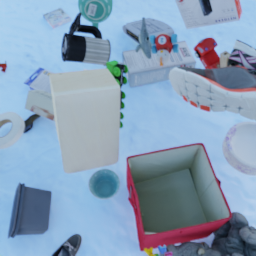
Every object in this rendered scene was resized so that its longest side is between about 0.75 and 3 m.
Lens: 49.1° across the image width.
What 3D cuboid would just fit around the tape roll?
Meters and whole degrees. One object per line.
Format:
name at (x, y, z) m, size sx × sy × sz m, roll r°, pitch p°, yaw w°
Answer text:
tape roll at (-4.682, 0.082, 10.639) m, size 1.529 × 0.279 × 1.529 m, roll -7°, pitch 59°, yaw 12°

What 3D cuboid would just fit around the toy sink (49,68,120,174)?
toy sink at (-1.209, -0.218, 7.909) m, size 1.648 × 2.528 × 1.416 m, roll -10°, pitch 36°, yaw -16°

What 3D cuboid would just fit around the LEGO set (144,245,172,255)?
LEGO set at (0.614, 2.888, 6.277) m, size 0.830 × 0.317 × 0.341 m, roll -8°, pitch 16°, yaw -5°

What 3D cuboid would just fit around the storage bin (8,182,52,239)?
storage bin at (-3.078, 2.665, 8.849) m, size 1.068 × 1.158 × 1.591 m, roll 14°, pitch 54°, yaw -24°

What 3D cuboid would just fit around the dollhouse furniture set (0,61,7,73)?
dollhouse furniture set at (-5.918, -2.564, 12.362) m, size 1.136 × 0.611 × 0.462 m, roll -5°, pitch 57°, yaw -10°

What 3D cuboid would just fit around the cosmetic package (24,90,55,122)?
cosmetic package at (-2.958, -0.807, 10.899) m, size 1.814 × 0.938 × 0.792 m, roll 23°, pitch 105°, yaw 15°

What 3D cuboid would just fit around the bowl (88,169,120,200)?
bowl at (-0.787, 1.990, 9.473) m, size 1.078 × 0.564 × 1.078 m, roll 0°, pitch 57°, yaw 0°

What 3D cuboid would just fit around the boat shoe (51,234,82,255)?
boat shoe at (-1.975, 3.842, 8.367) m, size 0.527 × 0.449 × 1.576 m, roll 34°, pitch 64°, yaw 19°

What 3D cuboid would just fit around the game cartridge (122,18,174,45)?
game cartridge at (0.993, -4.539, 13.186) m, size 1.768 × 0.536 × 2.651 m, roll -21°, pitch 39°, yaw -11°

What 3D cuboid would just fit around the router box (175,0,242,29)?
router box at (2.664, -4.359, 9.518) m, size 1.977 × 1.775 × 0.483 m, roll 4°, pitch 56°, yaw 38°

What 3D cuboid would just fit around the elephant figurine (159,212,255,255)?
elephant figurine at (2.437, 3.717, 7.734) m, size 2.640 × 1.868 × 2.048 m, roll -30°, pitch 48°, yaw -25°

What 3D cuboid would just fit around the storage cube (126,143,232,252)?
storage cube at (1.282, 2.132, 8.324) m, size 2.629 × 2.364 × 2.248 m, roll -10°, pitch 58°, yaw -7°

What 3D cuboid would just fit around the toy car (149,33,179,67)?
toy car at (1.325, -2.888, 10.649) m, size 1.046 × 1.004 × 1.135 m, roll 3°, pitch 62°, yaw 18°

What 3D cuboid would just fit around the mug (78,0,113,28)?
mug at (-1.198, -4.672, 10.885) m, size 1.334 × 1.623 × 1.004 m, roll -21°, pitch 44°, yaw 18°

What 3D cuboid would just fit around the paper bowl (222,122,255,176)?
paper bowl at (4.321, 0.794, 9.972) m, size 1.906 × 0.991 × 1.906 m, roll 0°, pitch 58°, yaw 0°

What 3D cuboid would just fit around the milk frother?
milk frother at (-1.399, -3.112, 10.006) m, size 1.634 × 1.737 × 1.567 m, roll -1°, pitch 93°, yaw -27°

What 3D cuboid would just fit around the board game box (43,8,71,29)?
board game box at (-3.685, -5.706, 14.539) m, size 1.081 × 0.234 × 1.075 m, roll -31°, pitch 63°, yaw -18°

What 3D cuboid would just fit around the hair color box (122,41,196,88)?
hair color box at (1.318, -2.827, 12.332) m, size 2.924 × 0.886 × 1.447 m, roll -12°, pitch 58°, yaw -7°

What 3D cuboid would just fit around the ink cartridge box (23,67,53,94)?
ink cartridge box at (-3.326, -1.808, 11.982) m, size 1.940 × 0.407 × 1.158 m, roll 26°, pitch 61°, yaw 12°

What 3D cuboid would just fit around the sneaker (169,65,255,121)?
sneaker at (2.475, -1.070, 7.133) m, size 2.856 × 1.101 × 1.170 m, roll 23°, pitch 60°, yaw 21°

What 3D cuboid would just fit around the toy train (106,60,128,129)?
toy train at (-0.442, -0.923, 8.637) m, size 0.675 × 2.394 × 0.500 m, roll 29°, pitch 39°, yaw 31°

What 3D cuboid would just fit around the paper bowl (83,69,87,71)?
paper bowl at (-1.149, -1.464, 9.832) m, size 1.289 × 1.289 × 0.671 m, roll 39°, pitch 107°, yaw 22°

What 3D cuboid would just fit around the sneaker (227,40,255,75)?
sneaker at (3.296, -1.594, 7.262) m, size 0.739 × 0.794 × 1.839 m, roll 15°, pitch 25°, yaw -27°

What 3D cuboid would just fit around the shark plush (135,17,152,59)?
shark plush at (0.536, -2.513, 7.847) m, size 0.497 × 1.093 × 0.455 m, roll -4°, pitch 32°, yaw -15°

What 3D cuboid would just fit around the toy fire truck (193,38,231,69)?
toy fire truck at (3.265, -2.092, 9.560) m, size 0.601 × 1.738 × 2.464 m, roll -31°, pitch 90°, yaw -5°

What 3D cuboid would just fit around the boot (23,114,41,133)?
boot at (-3.801, -0.186, 11.025) m, size 1.009 × 0.377 × 0.489 m, roll -30°, pitch 75°, yaw -10°
